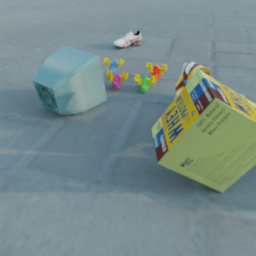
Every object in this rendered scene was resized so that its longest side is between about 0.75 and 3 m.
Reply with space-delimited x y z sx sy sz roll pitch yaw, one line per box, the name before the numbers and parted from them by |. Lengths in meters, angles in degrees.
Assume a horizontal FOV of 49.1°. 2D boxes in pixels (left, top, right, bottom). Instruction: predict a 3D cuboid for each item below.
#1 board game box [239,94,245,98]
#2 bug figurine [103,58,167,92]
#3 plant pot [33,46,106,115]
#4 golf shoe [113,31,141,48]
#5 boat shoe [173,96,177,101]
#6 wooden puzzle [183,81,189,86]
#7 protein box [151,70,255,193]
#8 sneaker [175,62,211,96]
board game box | 3.131 -0.316 8.587 0.641 1.056 1.324 11 34 18
bug figurine | 0.204 -2.256 11.912 2.764 0.711 2.143 9 40 6
plant pot | -2.156 -1.500 9.823 1.851 1.846 1.885 24 48 32
golf shoe | -0.058 -5.125 16.191 1.865 0.859 0.677 -22 40 -28
boat shoe | 2.148 -0.933 9.880 0.903 0.917 2.587 32 33 -1
wooden puzzle | 1.911 -0.375 7.697 1.312 1.945 0.227 -17 13 -42
protein box | 1.895 0.126 6.401 1.941 1.927 1.309 25 31 -19
sneaker | 1.847 -0.875 8.535 0.820 2.189 0.986 0 24 -25
